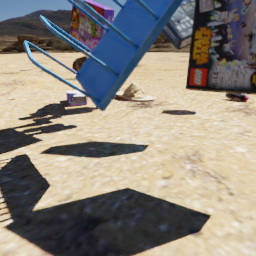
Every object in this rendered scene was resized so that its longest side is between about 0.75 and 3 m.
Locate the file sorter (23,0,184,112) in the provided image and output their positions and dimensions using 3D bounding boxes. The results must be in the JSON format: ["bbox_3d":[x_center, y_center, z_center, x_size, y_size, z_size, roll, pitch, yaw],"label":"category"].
[{"bbox_3d":[-0.643,-2.248,5.824,1.761,2.871,1.992,29,13,-34],"label":"file sorter"}]

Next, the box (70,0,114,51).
[{"bbox_3d":[-1.144,-3.131,8.495,0.364,1.272,1.859,-13,37,-35],"label":"box"}]

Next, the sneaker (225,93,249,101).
[{"bbox_3d":[4.890,-1.435,12.583,0.999,0.403,0.373,10,23,27],"label":"sneaker"}]

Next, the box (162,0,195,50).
[{"bbox_3d":[1.789,-3.219,7.939,1.933,0.493,1.525,-28,72,-17],"label":"box"}]

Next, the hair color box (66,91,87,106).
[{"bbox_3d":[-2.254,-1.317,12.207,0.710,0.421,1.299,-5,17,-17],"label":"hair color box"}]

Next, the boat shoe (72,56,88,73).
[{"bbox_3d":[-1.879,-2.526,11.489,0.724,0.772,2.144,-13,19,13],"label":"boat shoe"}]

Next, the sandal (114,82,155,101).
[{"bbox_3d":[0.063,-1.740,12.863,2.403,0.790,0.881,8,20,22],"label":"sandal"}]

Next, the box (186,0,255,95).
[{"bbox_3d":[2.044,-1.867,5.051,1.702,2.486,0.496,8,7,31],"label":"box"}]
